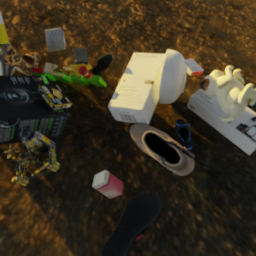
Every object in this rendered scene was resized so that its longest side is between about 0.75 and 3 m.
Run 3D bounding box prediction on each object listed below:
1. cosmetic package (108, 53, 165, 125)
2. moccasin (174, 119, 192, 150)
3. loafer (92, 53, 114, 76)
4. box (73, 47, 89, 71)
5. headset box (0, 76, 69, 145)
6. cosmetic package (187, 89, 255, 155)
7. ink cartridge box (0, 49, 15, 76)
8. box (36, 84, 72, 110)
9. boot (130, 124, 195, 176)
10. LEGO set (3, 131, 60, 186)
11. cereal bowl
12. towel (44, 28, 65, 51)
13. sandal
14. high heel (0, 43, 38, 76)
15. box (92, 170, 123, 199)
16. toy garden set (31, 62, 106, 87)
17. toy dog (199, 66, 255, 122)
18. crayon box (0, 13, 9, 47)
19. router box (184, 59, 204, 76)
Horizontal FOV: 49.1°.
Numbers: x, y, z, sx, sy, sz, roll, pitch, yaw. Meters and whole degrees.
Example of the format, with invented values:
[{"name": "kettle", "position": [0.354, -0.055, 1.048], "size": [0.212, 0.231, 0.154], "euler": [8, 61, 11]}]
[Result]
[{"name": "cosmetic package", "position": [0.462, -1.496, 10.291], "size": [1.373, 1.000, 2.701], "euler": [9, 61, 24]}, {"name": "moccasin", "position": [1.964, 0.120, 9.704], "size": [0.563, 0.477, 1.399], "euler": [-16, 43, 2]}, {"name": "loafer", "position": [-0.952, -2.594, 11.219], "size": [0.513, 1.410, 0.510], "euler": [49, 52, -10]}, {"name": "box", "position": [-1.920, -2.656, 11.484], "size": [0.576, 0.914, 0.930], "euler": [-8, 55, -7]}, {"name": "headset box", "position": [-3.498, -0.684, 9.480], "size": [2.499, 1.159, 2.176], "euler": [-6, 49, -37]}, {"name": "cosmetic package", "position": [3.618, -0.430, 10.062], "size": [1.173, 0.720, 2.843], "euler": [-36, 62, -23]}, {"name": "ink cartridge box", "position": [-5.568, -2.032, 11.200], "size": [1.420, 0.656, 2.607], "euler": [8, 61, 5]}, {"name": "box", "position": [-2.437, -1.040, 9.247], "size": [0.976, 0.241, 0.780], "euler": [51, 33, 15]}, {"name": "boot", "position": [0.848, 0.470, 8.533], "size": [2.749, 2.010, 0.966], "euler": [32, 90, 25]}, {"name": "LEGO set", "position": [-3.035, 0.917, 8.551], "size": [1.754, 1.016, 1.349], "euler": [-19, 55, 17]}, {"name": "cereal bowl", "position": [1.689, -1.823, 10.259], "size": [0.822, 1.973, 1.973], "euler": [9, 55, 12]}, {"name": "towel", "position": [-3.174, -3.853, 12.154], "size": [0.778, 0.402, 0.940], "euler": [-8, 94, 6]}, {"name": "sandal", "position": [0.095, 2.834, 7.984], "size": [0.882, 0.529, 2.349], "euler": [33, 76, 27]}, {"name": "high heel", "position": [-4.112, -2.872, 10.970], "size": [0.877, 1.751, 2.457], "euler": [23, 43, 0]}, {"name": "box", "position": [-0.596, 1.682, 8.274], "size": [0.500, 0.782, 0.426], "euler": [-29, 35, 31]}, {"name": "toy garden set", "position": [-2.241, -2.072, 10.353], "size": [2.542, 2.119, 0.507], "euler": [7, 89, 7]}, {"name": "toy dog", "position": [3.335, -1.249, 9.495], "size": [1.241, 1.725, 1.779], "euler": [-11, 43, -37]}, {"name": "crayon box", "position": [-6.039, -3.891, 10.403], "size": [0.715, 1.786, 2.813], "euler": [-3, 15, 33]}, {"name": "router box", "position": [2.648, -2.540, 11.710], "size": [0.715, 0.195, 0.797], "euler": [-13, 56, -32]}]
